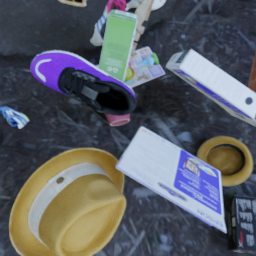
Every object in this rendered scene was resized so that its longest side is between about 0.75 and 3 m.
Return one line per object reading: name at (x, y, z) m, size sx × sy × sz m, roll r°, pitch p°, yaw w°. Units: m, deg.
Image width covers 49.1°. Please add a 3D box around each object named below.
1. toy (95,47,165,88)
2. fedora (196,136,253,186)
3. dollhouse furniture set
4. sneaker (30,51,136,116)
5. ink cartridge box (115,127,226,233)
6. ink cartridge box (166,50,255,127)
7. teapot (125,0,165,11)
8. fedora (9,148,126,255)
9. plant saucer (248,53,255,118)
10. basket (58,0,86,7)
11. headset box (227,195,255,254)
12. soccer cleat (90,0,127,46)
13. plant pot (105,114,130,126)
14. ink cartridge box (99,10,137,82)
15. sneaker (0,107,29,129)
toy at (-0.098, -2.394, 11.191) m, size 2.778 × 0.656 × 1.599 m, roll -21°, pitch 64°, yaw -10°
fedora at (3.143, 1.164, 9.308) m, size 1.835 × 0.748 × 1.835 m, roll -1°, pitch 64°, yaw 2°
dollhouse furniture set at (0.140, -3.815, 9.075) m, size 1.060 × 2.394 × 1.241 m, roll 22°, pitch 38°, yaw 0°
sneaker at (-1.039, -1.062, 6.953) m, size 2.855 × 0.992 × 1.420 m, roll 20°, pitch 18°, yaw -14°
ink cartridge box at (0.862, 0.982, 5.640) m, size 2.158 × 0.473 × 2.179 m, roll 31°, pitch 23°, yaw 3°
ink cartridge box at (2.441, -1.091, 7.752) m, size 2.814 × 2.788 × 0.611 m, roll 35°, pitch 101°, yaw -6°
teapot at (0.854, -6.294, 12.799) m, size 1.829 × 1.805 × 1.336 m, roll -9°, pitch 23°, yaw -29°
fedora at (-0.933, 1.756, 5.717) m, size 2.724 × 2.724 × 1.111 m, roll -43°, pitch 41°, yaw -19°
plant saucer at (3.731, -1.460, 7.558) m, size 0.459 × 2.454 × 2.454 m, roll 10°, pitch 63°, yaw 13°
basket at (-1.722, -4.520, 8.361) m, size 1.100 × 1.542 × 1.148 m, roll 7°, pitch 24°, yaw -15°
headset box at (4.126, 2.964, 8.352) m, size 2.076 × 0.802 × 1.545 m, roll 6°, pitch 63°, yaw 2°
soccer cleat at (-0.795, -3.973, 10.353) m, size 0.959 × 0.776 × 2.221 m, roll -5°, pitch 56°, yaw 44°
plant pot at (-0.417, -0.666, 10.116) m, size 1.155 × 1.155 × 1.034 m, roll -12°, pitch 78°, yaw -6°
ink cartridge box at (-0.409, -2.013, 8.489) m, size 0.816 × 2.751 × 1.428 m, roll 12°, pitch 27°, yaw -4°
sneaker at (-4.304, -0.386, 10.270) m, size 1.273 × 0.471 × 0.524 m, roll 22°, pitch 67°, yaw 12°
